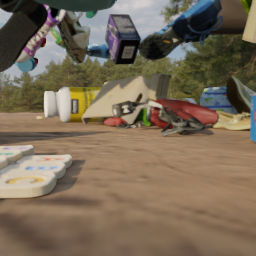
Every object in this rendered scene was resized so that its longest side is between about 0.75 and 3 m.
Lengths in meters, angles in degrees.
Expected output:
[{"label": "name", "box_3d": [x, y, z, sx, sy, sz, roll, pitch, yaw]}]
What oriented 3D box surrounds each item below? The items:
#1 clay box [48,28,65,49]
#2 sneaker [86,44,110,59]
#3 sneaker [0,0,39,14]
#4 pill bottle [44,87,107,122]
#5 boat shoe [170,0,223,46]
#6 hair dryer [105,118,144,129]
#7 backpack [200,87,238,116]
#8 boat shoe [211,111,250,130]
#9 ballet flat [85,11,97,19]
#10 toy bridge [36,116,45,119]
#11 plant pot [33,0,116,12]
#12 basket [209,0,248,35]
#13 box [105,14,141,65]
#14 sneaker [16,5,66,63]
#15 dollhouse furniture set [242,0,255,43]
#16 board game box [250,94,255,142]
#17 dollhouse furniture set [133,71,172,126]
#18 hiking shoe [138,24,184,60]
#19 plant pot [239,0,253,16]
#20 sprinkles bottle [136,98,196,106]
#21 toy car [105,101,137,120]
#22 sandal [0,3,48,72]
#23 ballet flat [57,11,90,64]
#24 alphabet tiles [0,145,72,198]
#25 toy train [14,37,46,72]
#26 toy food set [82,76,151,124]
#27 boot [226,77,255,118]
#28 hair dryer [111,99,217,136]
[{"label": "clay box", "box_3d": [-2.774, -3.558, 11.129, 0.283, 0.684, 1.190, -37, 3, 5]}, {"label": "sneaker", "box_3d": [-1.237, -2.918, 10.880, 0.665, 0.580, 1.479, -26, 28, -31]}, {"label": "sneaker", "box_3d": [-1.895, -3.174, 5.249, 0.838, 2.224, 0.881, 29, 31, 4]}, {"label": "pill bottle", "box_3d": [-1.916, -0.890, 10.694, 2.385, 1.336, 1.336, -2, 5, -22]}, {"label": "boat shoe", "box_3d": [1.885, -2.739, 7.278, 1.110, 0.905, 2.638, -35, 12, 10]}, {"label": "hair dryer", "box_3d": [-0.216, -0.158, 7.684, 1.132, 0.308, 0.863, 2, 6, 44]}, {"label": "backpack", "box_3d": [4.336, -1.037, 12.182, 2.405, 1.849, 1.962, -16, 8, 2]}, {"label": "boat shoe", "box_3d": [2.641, -0.191, 7.036, 0.530, 0.453, 1.445, -2, 5, -28]}, {"label": "ballet flat", "box_3d": [-0.832, -3.077, 6.976, 0.263, 0.241, 0.766, 23, -42, -21]}, {"label": "toy bridge", "box_3d": [-4.369, -0.511, 13.907, 0.331, 0.134, 0.985, -3, 5, -25]}, {"label": "plant pot", "box_3d": [-0.695, -2.835, 4.830, 1.339, 1.989, 1.989, 28, 1, -7]}, {"label": "basket", "box_3d": [3.612, -4.034, 10.131, 1.792, 1.616, 1.219, 4, 17, -22]}, {"label": "box", "box_3d": [-0.193, -2.746, 8.647, 0.672, 1.288, 0.953, -7, -36, -21]}, {"label": "sneaker", "box_3d": [-2.598, -2.861, 7.974, 0.857, 2.365, 1.349, 33, 0, -34]}, {"label": "dollhouse furniture set", "box_3d": [2.928, -1.893, 4.723, 1.549, 1.029, 1.358, 8, 23, 2]}, {"label": "board game box", "box_3d": [2.921, -0.061, 2.986, 2.617, 0.747, 2.673, 1, 4, 14]}, {"label": "dollhouse furniture set", "box_3d": [0.635, -0.939, 8.527, 0.816, 1.626, 1.065, 17, 13, 24]}, {"label": "hiking shoe", "box_3d": [1.547, -3.264, 10.121, 2.578, 0.959, 1.118, -17, 22, 40]}, {"label": "plant pot", "box_3d": [3.197, -3.261, 5.680, 1.678, 1.840, 1.849, -31, -51, 20]}, {"label": "sprinkles bottle", "box_3d": [1.563, -0.768, 11.601, 2.787, 0.951, 0.951, -3, 5, -31]}, {"label": "toy car", "box_3d": [0.022, -0.732, 9.839, 1.486, 1.314, 1.369, 17, 15, -26]}, {"label": "sandal", "box_3d": [-2.748, -2.123, 6.766, 2.263, 0.851, 0.542, -36, 9, 15]}, {"label": "ballet flat", "box_3d": [-1.909, -3.521, 9.277, 1.120, 2.975, 1.009, -5, 38, 29]}, {"label": "alphabet tiles", "box_3d": [-1.436, 0.313, 2.142, 1.862, 0.139, 1.904, 0, 4, -3]}, {"label": "toy train", "box_3d": [-3.131, -2.951, 9.248, 0.944, 2.230, 1.290, 20, 16, -30]}, {"label": "toy food set", "box_3d": [-0.378, -0.752, 8.778, 2.175, 1.561, 0.657, -1, -39, 46]}, {"label": "boot", "box_3d": [4.888, -1.114, 10.693, 1.749, 0.815, 2.262, -3, 47, -11]}, {"label": "hair dryer", "box_3d": [1.186, -0.141, 6.602, 2.801, 0.761, 2.133, -11, 27, -44]}]
